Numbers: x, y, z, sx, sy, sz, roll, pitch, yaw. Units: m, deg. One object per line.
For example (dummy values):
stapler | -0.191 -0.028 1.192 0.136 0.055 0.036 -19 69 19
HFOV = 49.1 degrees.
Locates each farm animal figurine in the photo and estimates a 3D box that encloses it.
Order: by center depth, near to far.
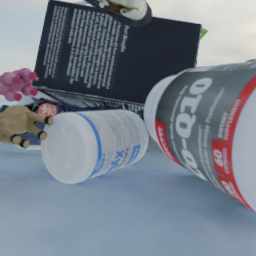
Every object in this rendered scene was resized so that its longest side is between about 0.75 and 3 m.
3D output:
farm animal figurine | -1.618 -0.071 2.389 0.880 1.670 1.688 17 -25 25

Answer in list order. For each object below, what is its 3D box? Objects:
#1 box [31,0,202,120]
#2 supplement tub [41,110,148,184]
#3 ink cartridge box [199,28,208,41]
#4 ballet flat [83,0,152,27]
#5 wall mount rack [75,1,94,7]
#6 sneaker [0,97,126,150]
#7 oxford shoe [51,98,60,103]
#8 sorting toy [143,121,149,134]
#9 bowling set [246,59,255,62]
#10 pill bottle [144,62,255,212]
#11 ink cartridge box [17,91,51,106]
box | -0.127 -1.128 5.840 2.640 1.640 2.662 11 -2 2
supplement tub | -0.375 0.181 3.517 0.807 0.807 1.223 5 8 35
ink cartridge box | 1.180 -2.232 8.055 0.805 2.126 1.572 40 23 -7
ballet flat | -0.089 -1.419 3.153 1.120 0.409 0.409 11 -1 -37
wall mount rack | -0.970 -2.126 7.923 0.985 2.295 2.641 -23 -10 -32
sneaker | -1.102 -0.121 4.648 2.246 0.842 0.949 -7 -33 8
oxford shoe | -2.853 -1.169 10.598 0.813 0.848 2.296 -21 0 28
sorting toy | 0.344 -0.022 7.520 2.025 0.364 2.719 2 0 0
bowling set | 1.583 -0.255 4.339 1.229 1.593 2.289 -7 6 -41
pill bottle | 1.026 -0.042 3.012 1.266 1.266 2.223 -2 9 -17
ink cartridge box | -2.578 -0.560 7.757 0.867 1.200 0.508 -2 2 -19
